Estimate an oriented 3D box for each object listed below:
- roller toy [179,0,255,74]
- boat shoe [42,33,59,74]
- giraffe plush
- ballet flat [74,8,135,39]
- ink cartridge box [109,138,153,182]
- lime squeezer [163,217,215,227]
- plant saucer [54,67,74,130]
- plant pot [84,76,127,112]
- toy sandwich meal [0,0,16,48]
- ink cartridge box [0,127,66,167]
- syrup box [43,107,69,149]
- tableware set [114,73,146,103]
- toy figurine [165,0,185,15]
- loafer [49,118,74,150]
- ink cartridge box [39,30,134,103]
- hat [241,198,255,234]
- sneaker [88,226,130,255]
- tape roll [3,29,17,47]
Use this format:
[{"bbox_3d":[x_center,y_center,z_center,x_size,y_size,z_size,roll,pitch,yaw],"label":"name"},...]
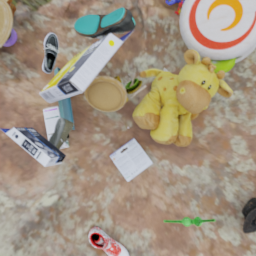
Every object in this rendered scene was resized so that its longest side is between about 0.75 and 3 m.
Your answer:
[{"bbox_3d":[3.262,-3.577,9.614,2.963,2.070,2.703,-45,79,17],"label":"roller toy"},{"bbox_3d":[-2.251,-2.209,8.151,0.453,0.419,1.226,16,79,-28],"label":"boat shoe"},{"bbox_3d":[1.845,-1.053,8.864,2.555,2.401,2.961,12,71,-32],"label":"giraffe plush"},{"bbox_3d":[-0.721,-3.115,8.734,2.311,0.790,0.786,10,78,41],"label":"ballet flat"},{"bbox_3d":[0.104,1.149,10.046,1.124,0.248,1.145,-35,81,-5],"label":"ink cartridge box"},{"bbox_3d":[1.776,2.690,7.966,1.463,0.516,0.276,-9,82,26],"label":"lime squeezer"},{"bbox_3d":[-2.316,-1.027,10.126,0.211,0.779,2.229,-13,80,12],"label":"plant saucer"},{"bbox_3d":[-0.657,-0.953,8.071,1.243,0.171,1.243,7,61,-13],"label":"plant pot"},{"bbox_3d":[-5.164,-3.747,10.402,2.598,0.890,2.598,-2,81,14],"label":"toy sandwich meal"},{"bbox_3d":[-2.744,0.423,8.128,1.835,0.913,0.360,35,98,12],"label":"ink cartridge box"},{"bbox_3d":[-2.582,0.016,10.045,0.592,0.572,1.453,-11,81,-2],"label":"syrup box"},{"bbox_3d":[-0.281,-1.331,9.321,1.409,2.091,0.321,-37,117,3],"label":"tableware set"},{"bbox_3d":[1.855,-5.214,10.783,0.890,0.783,1.485,25,81,9],"label":"toy figurine"},{"bbox_3d":[-2.124,0.351,8.903,0.538,1.546,0.581,7,43,-32],"label":"loafer"},{"bbox_3d":[-1.392,-2.029,8.862,0.634,2.666,2.697,43,65,-24],"label":"ink cartridge box"},{"bbox_3d":[4.375,2.803,9.509,1.727,0.697,1.727,-13,124,-20],"label":"hat"},{"bbox_3d":[-0.656,3.959,9.288,1.639,0.878,0.547,40,83,6],"label":"sneaker"},{"bbox_3d":[-4.692,-3.527,10.755,0.754,0.248,0.754,0,81,0],"label":"tape roll"}]
